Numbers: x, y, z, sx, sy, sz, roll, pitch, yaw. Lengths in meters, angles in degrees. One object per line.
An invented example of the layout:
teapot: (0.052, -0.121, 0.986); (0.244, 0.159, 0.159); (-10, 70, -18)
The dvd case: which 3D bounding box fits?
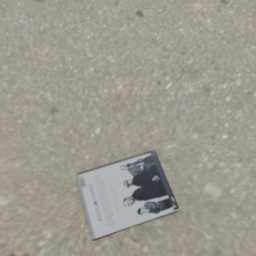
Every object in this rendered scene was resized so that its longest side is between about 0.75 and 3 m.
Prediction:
dvd case: (-0.055, 1.870, 8.027); (2.513, 0.311, 1.889); (-16, 62, -8)
